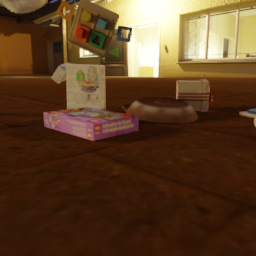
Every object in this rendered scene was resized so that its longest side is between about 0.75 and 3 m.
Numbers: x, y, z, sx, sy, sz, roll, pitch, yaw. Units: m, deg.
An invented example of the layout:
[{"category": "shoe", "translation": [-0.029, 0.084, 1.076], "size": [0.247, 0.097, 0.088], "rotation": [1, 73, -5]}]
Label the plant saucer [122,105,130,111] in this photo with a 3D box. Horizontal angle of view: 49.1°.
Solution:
[{"category": "plant saucer", "translation": [0.384, -0.788, 11.520], "size": [1.262, 0.231, 1.262], "rotation": [-1, 13, 0]}]

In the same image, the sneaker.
[{"category": "sneaker", "translation": [-3.444, -3.932, 8.056], "size": [2.186, 0.952, 0.815], "rotation": [8, 48, -2]}]

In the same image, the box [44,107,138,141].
[{"category": "box", "translation": [-1.130, -0.194, 8.258], "size": [2.436, 0.476, 1.667], "rotation": [12, 17, 43]}]

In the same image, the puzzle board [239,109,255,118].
[{"category": "puzzle board", "translation": [5.815, -0.391, 9.701], "size": [2.254, 0.260, 2.991], "rotation": [-5, 14, -21]}]

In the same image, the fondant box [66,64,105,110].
[{"category": "fondant box", "translation": [-1.573, -1.399, 10.435], "size": [1.356, 1.879, 0.547], "rotation": [5, 14, 18]}]

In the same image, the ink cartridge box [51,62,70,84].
[{"category": "ink cartridge box", "translation": [-2.502, -2.139, 10.810], "size": [0.364, 0.632, 0.866], "rotation": [39, 24, -5]}]

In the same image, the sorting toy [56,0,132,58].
[{"category": "sorting toy", "translation": [-1.235, -3.361, 9.471], "size": [2.744, 1.545, 0.374], "rotation": [25, 19, 2]}]

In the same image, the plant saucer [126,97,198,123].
[{"category": "plant saucer", "translation": [1.252, -0.741, 10.272], "size": [2.622, 0.480, 2.622], "rotation": [4, 17, -1]}]

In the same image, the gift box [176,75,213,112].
[{"category": "gift box", "translation": [2.774, -1.482, 11.774], "size": [1.439, 1.541, 1.422], "rotation": [3, 18, 6]}]

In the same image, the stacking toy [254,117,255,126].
[{"category": "stacking toy", "translation": [4.402, -0.170, 8.551], "size": [1.000, 0.427, 0.427], "rotation": [5, 12, -12]}]
